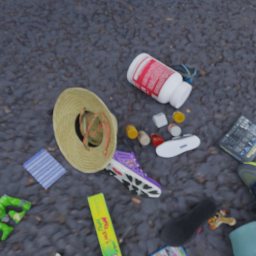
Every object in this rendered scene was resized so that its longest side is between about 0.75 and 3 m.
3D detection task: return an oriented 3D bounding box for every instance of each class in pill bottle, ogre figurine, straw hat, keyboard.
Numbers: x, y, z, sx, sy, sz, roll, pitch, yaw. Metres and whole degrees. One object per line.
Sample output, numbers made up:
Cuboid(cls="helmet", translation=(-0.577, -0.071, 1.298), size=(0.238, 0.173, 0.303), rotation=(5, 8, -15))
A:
Cuboid(cls="pill bottle", translation=(1.196, -1.766, 10.733), size=(2.292, 1.287, 1.287), rotation=(36, 65, 19))
Cuboid(cls="ogre figurine", translation=(-3.743, 2.684, 8.393), size=(0.891, 0.729, 1.486), rotation=(36, 79, 0))
Cuboid(cls="straw hat", translation=(-1.085, 0.000, 9.296), size=(2.980, 2.980, 1.261), rotation=(44, 37, 23))
Cuboid(cls="keyboard", translation=(-1.236, -0.318, 10.462), size=(1.273, 0.485, 2.447), rotation=(-43, 67, 2))

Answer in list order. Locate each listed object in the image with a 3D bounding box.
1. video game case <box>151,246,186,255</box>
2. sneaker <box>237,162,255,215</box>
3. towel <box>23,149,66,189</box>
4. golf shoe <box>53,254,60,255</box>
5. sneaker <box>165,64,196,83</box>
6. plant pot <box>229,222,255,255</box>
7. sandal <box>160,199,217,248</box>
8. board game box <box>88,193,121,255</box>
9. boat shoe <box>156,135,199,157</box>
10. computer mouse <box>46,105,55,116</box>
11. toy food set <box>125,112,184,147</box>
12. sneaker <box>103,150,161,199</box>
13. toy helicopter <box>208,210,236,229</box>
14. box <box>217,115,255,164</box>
Cuboid(cls="video game case", translation=(1.049, 4.023, 7.873), size=(1.470, 0.131, 1.052), rotation=(-24, 61, -14))
Cuboid(cls="sneaker", translation=(4.154, 2.166, 8.312), size=(1.089, 0.994, 2.690), rotation=(-15, 51, -24))
Cuboid(cls="towel", translation=(-2.844, 1.372, 9.510), size=(1.253, 0.149, 0.907), rotation=(39, 64, 19))
Cuboid(cls="golf shoe", translation=(-1.791, 4.053, 7.721), size=(0.544, 0.429, 1.182), rotation=(-10, 65, -21))
Cuboid(cls="sneaker", translation=(2.032, -2.313, 11.386), size=(1.493, 0.547, 0.612), rotation=(24, 76, 21))
Cuboid(cls="plant pot", translation=(3.488, 3.359, 7.596), size=(1.421, 1.421, 1.335), rotation=(-16, 54, -10))
Cuboid(cls="sandal", translation=(1.850, 2.894, 8.346), size=(1.971, 0.444, 0.740), rotation=(-32, 56, -13))
Cuboid(cls="board game box", translation=(-0.654, 2.976, 8.009), size=(0.458, 0.977, 1.924), rotation=(-16, 60, -11))
Cuboid(cls="boat shoe", translation=(1.681, 0.572, 9.771), size=(1.540, 0.552, 0.522), rotation=(-18, 20, -4))
Cuboid(cls="computer mouse", translation=(-2.434, -0.362, 10.359), size=(1.071, 0.282, 0.741), rotation=(41, 46, 3))
Cuboid(cls="toy food set", translation=(0.941, 0.020, 9.676), size=(1.984, 0.947, 0.893), rotation=(-23, 17, -3))
Cuboid(cls="sneaker", translation=(0.107, 1.300, 9.092), size=(2.450, 0.988, 1.022), rotation=(35, 55, 17))
Cuboid(cls="toy helicopter", translation=(2.779, 2.679, 8.261), size=(0.628, 0.949, 0.374), rotation=(-42, 103, -28))
Cuboid(cls="box", translation=(4.090, 0.425, 9.873), size=(1.216, 0.394, 1.543), rotation=(37, 68, 21))
